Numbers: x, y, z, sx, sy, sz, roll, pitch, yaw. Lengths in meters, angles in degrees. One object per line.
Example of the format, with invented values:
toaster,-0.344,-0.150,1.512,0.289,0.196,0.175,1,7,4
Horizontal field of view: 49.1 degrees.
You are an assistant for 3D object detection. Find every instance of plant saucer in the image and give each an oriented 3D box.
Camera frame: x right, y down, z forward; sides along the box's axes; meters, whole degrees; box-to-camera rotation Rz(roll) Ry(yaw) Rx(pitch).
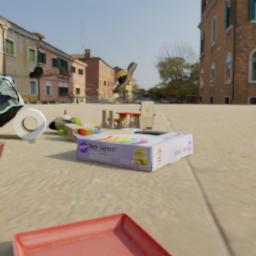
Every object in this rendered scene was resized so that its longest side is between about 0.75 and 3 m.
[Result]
plant saucer,-0.314,1.128,2.368,1.183,0.217,1.181,-2,7,-25

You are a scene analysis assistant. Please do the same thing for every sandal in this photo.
sandal,-0.149,-1.442,7.778,0.373,1.368,0.559,41,-35,-20

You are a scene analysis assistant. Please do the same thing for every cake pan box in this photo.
cake pan box,0.241,0.436,6.785,2.049,0.582,2.225,7,10,35

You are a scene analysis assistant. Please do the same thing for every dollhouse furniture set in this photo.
dollhouse furniture set,0.250,-0.617,12.870,2.350,1.211,2.325,-4,8,-31

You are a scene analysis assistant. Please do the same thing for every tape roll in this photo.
tape roll,-3.384,-0.141,9.682,1.029,1.029,0.706,-2,7,-13

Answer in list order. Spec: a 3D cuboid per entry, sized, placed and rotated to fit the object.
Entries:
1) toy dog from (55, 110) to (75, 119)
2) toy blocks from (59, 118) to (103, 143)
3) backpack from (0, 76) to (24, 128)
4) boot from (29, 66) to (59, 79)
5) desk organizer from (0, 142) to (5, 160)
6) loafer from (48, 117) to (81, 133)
toy dog,-2.771,-0.383,12.605,1.110,0.811,1.683,-5,8,-36
toy blocks,-1.392,0.148,9.287,1.460,0.729,0.998,-8,21,-43
backpack,-4.889,-0.821,9.017,2.618,2.283,2.978,-30,1,-2
boot,-2.153,-1.515,7.565,0.761,0.262,0.816,-4,9,46
desk organizer,-2.982,0.648,3.447,2.633,0.944,1.014,0,4,3
loafer,-2.373,-0.004,10.556,1.878,0.706,0.654,3,21,46
